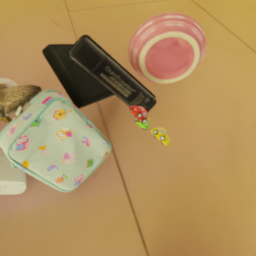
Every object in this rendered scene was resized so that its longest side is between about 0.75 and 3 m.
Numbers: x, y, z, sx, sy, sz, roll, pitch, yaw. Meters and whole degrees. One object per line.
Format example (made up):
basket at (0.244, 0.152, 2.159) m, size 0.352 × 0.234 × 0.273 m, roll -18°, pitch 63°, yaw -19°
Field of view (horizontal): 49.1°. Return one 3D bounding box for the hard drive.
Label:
hard drive at (-1.200, -1.679, 8.473) m, size 1.838 × 0.433 × 2.634 m, roll 59°, pitch 27°, yaw -2°

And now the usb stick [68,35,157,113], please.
usb stick at (-0.368, -1.395, 7.788) m, size 0.786 × 2.835 × 0.462 m, roll -45°, pitch 24°, yaw 15°

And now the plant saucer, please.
plant saucer at (1.240, -2.287, 8.737) m, size 2.460 × 2.460 × 0.623 m, roll -2°, pitch 48°, yaw -2°

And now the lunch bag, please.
lunch bag at (-1.663, 0.370, 6.463) m, size 1.867 × 2.327 × 0.897 m, roll -46°, pitch 43°, yaw -5°

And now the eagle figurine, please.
eagle figurine at (-3.522, -0.779, 7.433) m, size 1.972 × 2.599 × 1.961 m, roll -35°, pitch 86°, yaw -30°

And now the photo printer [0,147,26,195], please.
photo printer at (-3.308, 0.895, 7.014) m, size 1.325 × 0.553 × 1.592 m, roll 10°, pitch 37°, yaw -35°

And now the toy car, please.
toy car at (0.355, -0.103, 5.354) m, size 0.226 × 1.013 × 0.953 m, roll -47°, pitch 13°, yaw -4°
